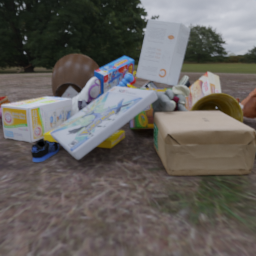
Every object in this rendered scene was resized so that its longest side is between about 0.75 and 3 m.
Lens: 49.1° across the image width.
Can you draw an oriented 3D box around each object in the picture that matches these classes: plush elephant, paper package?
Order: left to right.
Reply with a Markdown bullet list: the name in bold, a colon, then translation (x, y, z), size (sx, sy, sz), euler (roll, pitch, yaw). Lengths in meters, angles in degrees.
- **plush elephant**: translation (1.313, -0.667, 8.372), size (1.129, 1.201, 1.458), euler (0, 42, -17)
- **paper package**: translation (1.737, 0.298, 7.053), size (2.034, 1.104, 2.134), euler (-1, 15, -3)

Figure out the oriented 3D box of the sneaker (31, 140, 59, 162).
- **sneaker**: translation (-2.200, 0.500, 7.531), size (0.426, 0.473, 1.214), euler (1, 15, 8)

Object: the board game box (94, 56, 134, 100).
- **board game box**: translation (-0.630, -1.919, 12.721), size (0.578, 2.069, 2.026), euler (30, 47, 27)

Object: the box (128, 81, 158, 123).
- **box**: translation (0.538, -1.221, 12.202), size (1.514, 0.780, 2.596), euler (-38, 4, 18)

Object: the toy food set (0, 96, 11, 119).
- **toy food set**: translation (-5.476, -0.686, 11.472), size (1.564, 0.387, 2.460), euler (-15, 29, 1)

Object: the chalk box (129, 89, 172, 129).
- **chalk box**: translation (0.687, -0.627, 9.722), size (2.153, 1.339, 1.333), euler (-2, -1, -8)

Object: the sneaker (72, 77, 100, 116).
- **sneaker**: translation (-1.840, -1.202, 11.182), size (0.988, 1.984, 0.743), euler (18, -15, 31)

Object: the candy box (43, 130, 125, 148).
- **candy box**: translation (-1.369, 0.252, 8.865), size (2.292, 0.303, 1.172), euler (4, 17, 18)

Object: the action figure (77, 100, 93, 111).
- **action figure**: translation (-1.168, -0.850, 9.784), size (1.180, 0.409, 0.768), euler (-17, -14, -14)

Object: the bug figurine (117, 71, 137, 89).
- **bug figurine**: translation (-0.356, -1.386, 11.553), size (0.726, 2.188, 2.822), euler (39, 7, -1)

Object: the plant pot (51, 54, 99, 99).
- **plant pot**: translation (-2.721, -2.069, 14.135), size (2.717, 2.717, 2.907), euler (-1, 26, -3)

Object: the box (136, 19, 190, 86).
- **box**: translation (1.493, -3.184, 11.987), size (1.526, 2.454, 1.196), euler (19, 12, 28)

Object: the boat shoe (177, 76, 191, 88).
- **boat shoe**: translation (2.719, -1.683, 13.573), size (0.841, 1.008, 2.701), euler (33, -11, 14)

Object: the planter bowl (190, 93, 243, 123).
- **planter bowl**: translation (2.499, -0.318, 8.357), size (1.608, 1.608, 0.670), euler (0, 19, -1)

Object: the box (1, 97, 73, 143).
- **box**: translation (-3.030, -0.363, 9.623), size (1.230, 1.109, 2.188), euler (6, 16, 24)

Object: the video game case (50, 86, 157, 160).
- **video game case**: translation (-0.786, -0.305, 7.712), size (2.569, 0.283, 2.342), euler (-38, 26, -16)

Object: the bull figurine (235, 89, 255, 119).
- **bull figurine**: translation (4.957, -0.859, 10.512), size (1.709, 0.917, 2.816), euler (0, -8, 7)

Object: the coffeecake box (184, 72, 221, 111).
- **coffeecake box**: translation (2.397, -1.010, 9.181), size (0.482, 1.013, 1.319), euler (15, -31, -22)
